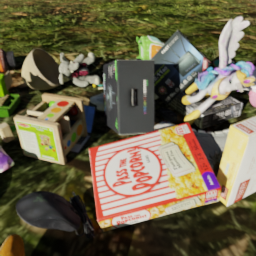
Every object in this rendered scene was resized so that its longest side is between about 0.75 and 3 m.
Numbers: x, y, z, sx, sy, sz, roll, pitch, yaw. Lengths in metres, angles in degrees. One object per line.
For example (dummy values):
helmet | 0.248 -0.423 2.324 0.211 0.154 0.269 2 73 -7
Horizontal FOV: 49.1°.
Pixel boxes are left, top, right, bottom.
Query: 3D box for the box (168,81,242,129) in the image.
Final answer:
box | 2.653 -0.954 10.242 1.792 0.565 2.272 -18 38 -24

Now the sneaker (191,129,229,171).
sneaker | 2.434 0.825 7.437 2.745 1.030 1.585 -1 41 12

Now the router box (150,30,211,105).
router box | 1.465 -1.947 9.192 1.478 1.973 0.613 44 24 -2

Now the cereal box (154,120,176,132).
cereal box | 1.169 0.063 9.110 0.588 0.162 0.817 29 43 35

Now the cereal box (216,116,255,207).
cereal box | 3.438 0.520 6.737 2.904 2.089 0.574 -19 39 -24

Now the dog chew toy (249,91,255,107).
dog chew toy | 4.841 -0.771 9.160 1.849 1.151 1.151 26 37 -2

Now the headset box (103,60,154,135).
headset box | -0.018 -0.922 8.226 1.057 1.984 2.278 -3 10 -15

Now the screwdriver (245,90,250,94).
screwdriver | 6.138 -1.862 10.993 2.948 0.429 0.411 -12 7 13

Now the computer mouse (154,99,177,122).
computer mouse | 1.103 -0.633 9.780 0.492 0.286 1.678 -5 33 -33

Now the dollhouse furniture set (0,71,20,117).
dollhouse furniture set | -5.302 -1.308 9.907 2.337 1.531 1.173 0 35 -1

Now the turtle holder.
turtle holder | 1.073 -3.840 13.959 1.283 1.373 1.807 -4 2 -3

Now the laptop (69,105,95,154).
laptop | -1.884 -0.058 8.701 1.345 0.832 1.436 10 35 15

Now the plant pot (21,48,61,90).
plant pot | -3.655 -2.216 11.444 1.128 1.680 1.680 -27 28 21

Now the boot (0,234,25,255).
boot | -1.590 2.516 4.682 1.321 0.649 1.846 -23 40 13

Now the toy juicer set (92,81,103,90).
toy juicer set | -1.234 -1.847 11.876 0.509 0.218 0.800 -22 40 -29

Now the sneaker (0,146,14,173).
sneaker | -3.636 0.683 7.552 0.632 0.694 1.570 -25 32 -33

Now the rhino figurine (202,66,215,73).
rhino figurine | 2.920 -1.922 10.322 0.881 0.602 2.015 -36 39 -12

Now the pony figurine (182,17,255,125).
pony figurine | 2.983 -1.506 8.445 2.375 2.852 2.753 44 60 -8

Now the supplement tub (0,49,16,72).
supplement tub | -6.317 -3.076 12.920 2.027 1.084 1.084 -10 35 -14

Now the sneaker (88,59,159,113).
sneaker | -0.125 -1.678 10.304 2.940 1.691 1.109 -17 38 -24

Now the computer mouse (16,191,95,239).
computer mouse | -1.395 1.624 5.678 1.723 0.454 1.193 26 18 -44

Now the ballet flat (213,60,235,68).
ballet flat | 4.616 -3.135 13.689 1.158 0.400 0.412 -3 15 -13

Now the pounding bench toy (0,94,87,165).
pounding bench toy | -2.494 -0.137 8.277 2.118 1.316 1.652 10 37 16

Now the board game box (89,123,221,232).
board game box | 0.493 1.065 6.542 2.624 0.608 1.988 -15 45 -1

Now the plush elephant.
plush elephant | -2.218 -2.398 11.535 1.723 1.419 1.334 -10 -7 23
